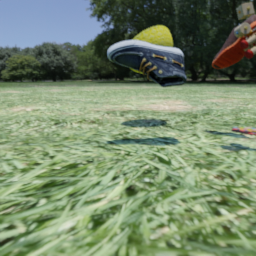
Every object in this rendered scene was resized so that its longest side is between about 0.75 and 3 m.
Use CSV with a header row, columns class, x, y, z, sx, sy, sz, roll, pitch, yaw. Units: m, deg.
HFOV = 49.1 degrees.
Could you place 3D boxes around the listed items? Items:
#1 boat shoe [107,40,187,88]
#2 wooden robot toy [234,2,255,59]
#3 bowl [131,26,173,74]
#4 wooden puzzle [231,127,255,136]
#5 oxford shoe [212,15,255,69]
class,x,y,z,sx,sy,sz,roll,pitch,yaw
boat shoe,0.693,-2.111,9.430,2.741,1.244,0.970,1,-28,-14
wooden robot toy,3.775,-2.672,8.757,0.961,2.180,0.989,-30,4,-6
bowl,1.140,-3.293,13.022,2.554,1.374,2.554,-28,-15,-8
wooden puzzle,5.121,0.122,11.932,0.969,0.115,1.635,-8,14,-33
oxford shoe,4.159,-3.245,10.792,0.846,2.376,0.862,21,45,-29
